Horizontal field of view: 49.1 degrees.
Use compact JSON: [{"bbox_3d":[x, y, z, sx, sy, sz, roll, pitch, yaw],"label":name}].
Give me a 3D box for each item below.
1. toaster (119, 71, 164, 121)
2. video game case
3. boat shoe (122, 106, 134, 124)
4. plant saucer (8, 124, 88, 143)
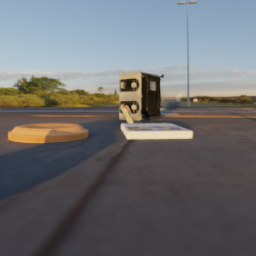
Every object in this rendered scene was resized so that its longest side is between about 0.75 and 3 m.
[{"bbox_3d":[0.741,-1.800,15.949,1.723,2.626,2.904,3,6,32],"label":"toaster"},{"bbox_3d":[0.773,0.078,9.041,1.869,0.235,2.610,0,5,-5],"label":"video game case"},{"bbox_3d":[0.036,-0.470,10.829,0.276,0.774,0.242,-10,25,45],"label":"boat shoe"},{"bbox_3d":[-2.281,0.107,8.131,2.227,0.359,2.227,-1,6,0],"label":"plant saucer"}]
